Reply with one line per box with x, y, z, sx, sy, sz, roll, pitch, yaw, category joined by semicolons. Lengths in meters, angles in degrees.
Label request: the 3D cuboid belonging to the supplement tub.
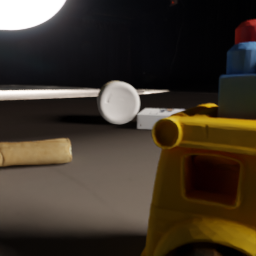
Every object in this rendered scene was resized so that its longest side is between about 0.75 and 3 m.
-0.558;-1.301;13.703;1.918;1.918;2.657;-1;11;-7;supplement tub

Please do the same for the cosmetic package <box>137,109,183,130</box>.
1.874;-0.380;12.195;2.682;0.693;2.022;2;13;13;cosmetic package

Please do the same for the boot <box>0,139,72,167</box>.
-2.425;0.642;6.405;2.268;0.750;1.986;0;14;-19;boot

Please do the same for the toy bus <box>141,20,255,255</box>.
1.550;0.439;2.234;2.759;2.649;1.872;8;11;30;toy bus
